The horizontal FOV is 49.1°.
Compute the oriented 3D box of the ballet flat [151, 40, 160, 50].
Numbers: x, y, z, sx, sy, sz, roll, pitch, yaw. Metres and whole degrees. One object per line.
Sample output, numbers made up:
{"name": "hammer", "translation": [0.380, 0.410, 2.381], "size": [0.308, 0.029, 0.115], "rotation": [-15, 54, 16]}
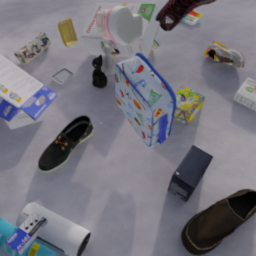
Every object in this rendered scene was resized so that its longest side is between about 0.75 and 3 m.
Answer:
{"name": "ballet flat", "translation": [0.535, -3.901, 12.460], "size": [0.642, 0.695, 2.060], "rotation": [-47, 60, 2]}

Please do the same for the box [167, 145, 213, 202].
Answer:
{"name": "box", "translation": [1.830, 1.383, 8.353], "size": [0.720, 1.227, 1.206], "rotation": [31, 61, 19]}

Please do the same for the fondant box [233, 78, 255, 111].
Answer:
{"name": "fondant box", "translation": [4.919, -1.176, 10.607], "size": [1.435, 0.418, 1.035], "rotation": [33, 62, 19]}

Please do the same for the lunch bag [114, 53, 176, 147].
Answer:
{"name": "lunch bag", "translation": [0.396, -0.511, 6.285], "size": [0.775, 2.050, 1.643], "rotation": [-32, 64, -12]}

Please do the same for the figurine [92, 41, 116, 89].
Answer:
{"name": "figurine", "translation": [-0.945, -2.500, 10.931], "size": [0.610, 1.382, 1.416], "rotation": [20, 57, 13]}

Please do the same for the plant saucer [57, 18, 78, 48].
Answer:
{"name": "plant saucer", "translation": [-1.991, -3.085, 9.095], "size": [0.192, 0.793, 0.793], "rotation": [-2, 29, 22]}

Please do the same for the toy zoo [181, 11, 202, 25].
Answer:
{"name": "toy zoo", "translation": [2.958, -5.482, 13.736], "size": [1.403, 0.144, 0.920], "rotation": [31, 60, 19]}

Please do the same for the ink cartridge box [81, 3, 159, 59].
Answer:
{"name": "ink cartridge box", "translation": [-0.305, -4.074, 11.683], "size": [2.731, 1.147, 1.978], "rotation": [10, 66, 20]}

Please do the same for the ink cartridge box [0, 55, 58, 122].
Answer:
{"name": "ink cartridge box", "translation": [-3.306, -1.207, 6.890], "size": [2.909, 0.610, 1.736], "rotation": [34, 24, -12]}

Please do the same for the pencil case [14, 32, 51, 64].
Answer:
{"name": "pencil case", "translation": [-4.075, -3.400, 11.951], "size": [0.637, 0.732, 1.637], "rotation": [31, 62, 18]}

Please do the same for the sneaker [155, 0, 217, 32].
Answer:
{"name": "sneaker", "translation": [1.788, -3.802, 8.844], "size": [1.123, 2.969, 1.715], "rotation": [40, 92, -13]}

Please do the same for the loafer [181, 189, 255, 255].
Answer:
{"name": "loafer", "translation": [2.617, 2.432, 7.776], "size": [2.741, 0.978, 1.000], "rotation": [-30, 61, -19]}

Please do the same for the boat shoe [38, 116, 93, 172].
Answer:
{"name": "boat shoe", "translation": [-2.105, 0.474, 9.307], "size": [0.852, 0.730, 2.329], "rotation": [35, 64, 20]}

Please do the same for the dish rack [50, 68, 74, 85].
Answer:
{"name": "dish rack", "translation": [-2.660, -2.078, 11.377], "size": [0.681, 0.173, 0.794], "rotation": [35, 63, 23]}

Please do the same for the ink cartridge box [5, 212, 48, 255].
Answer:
{"name": "ink cartridge box", "translation": [-2.418, 2.510, 6.735], "size": [0.441, 0.207, 0.938], "rotation": [23, 47, 20]}

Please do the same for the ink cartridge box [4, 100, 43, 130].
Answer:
{"name": "ink cartridge box", "translation": [-3.939, -0.927, 10.246], "size": [1.237, 0.717, 1.709], "rotation": [-18, 57, -12]}

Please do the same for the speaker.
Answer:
{"name": "speaker", "translation": [-2.013, 2.786, 7.657], "size": [1.942, 0.788, 0.788], "rotation": [22, 58, 13]}

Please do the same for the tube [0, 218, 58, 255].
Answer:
{"name": "tube", "translation": [-2.889, 3.149, 7.496], "size": [2.344, 0.908, 0.591], "rotation": [24, 22, 17]}

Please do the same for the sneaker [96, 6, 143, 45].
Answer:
{"name": "sneaker", "translation": [-0.525, -3.243, 8.918], "size": [1.479, 1.065, 2.829], "rotation": [7, 20, 14]}

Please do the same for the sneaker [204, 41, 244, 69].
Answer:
{"name": "sneaker", "translation": [4.010, -2.916, 11.710], "size": [0.752, 0.712, 1.830], "rotation": [-38, 54, -18]}

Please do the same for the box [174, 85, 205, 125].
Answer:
{"name": "box", "translation": [2.064, -0.855, 10.244], "size": [1.015, 0.643, 1.054], "rotation": [34, 62, 21]}
